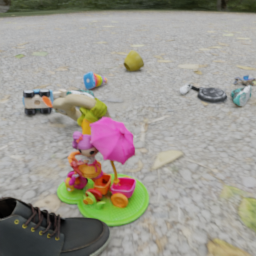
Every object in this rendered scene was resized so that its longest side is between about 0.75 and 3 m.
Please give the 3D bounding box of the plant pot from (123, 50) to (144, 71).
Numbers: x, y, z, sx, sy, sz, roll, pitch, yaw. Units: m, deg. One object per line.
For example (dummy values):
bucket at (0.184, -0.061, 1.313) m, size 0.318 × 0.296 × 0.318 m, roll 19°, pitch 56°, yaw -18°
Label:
plant pot at (0.234, -3.973, 17.092) m, size 0.879 × 1.238 × 1.238 m, roll -40°, pitch 43°, yaw -15°

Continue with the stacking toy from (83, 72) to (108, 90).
stacking toy at (-1.582, -2.491, 14.784) m, size 0.784 × 0.829 × 1.428 m, roll -12°, pitch -1°, yaw 43°

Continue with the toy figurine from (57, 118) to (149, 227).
toy figurine at (-0.727, 0.852, 7.130) m, size 2.597 × 2.390 × 1.949 m, roll 8°, pitch 30°, yaw 15°

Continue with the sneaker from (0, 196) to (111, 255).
sneaker at (-1.694, 2.120, 5.851) m, size 2.668 × 1.417 × 0.998 m, roll -6°, pitch 30°, yaw -10°

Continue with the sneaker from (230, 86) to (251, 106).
sneaker at (5.174, -1.477, 13.189) m, size 0.835 × 0.710 × 1.830 m, roll 3°, pitch 22°, yaw 39°

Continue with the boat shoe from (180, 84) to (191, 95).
boat shoe at (2.913, -1.995, 14.101) m, size 0.331 × 0.373 × 1.014 m, roll -32°, pitch 11°, yaw 40°

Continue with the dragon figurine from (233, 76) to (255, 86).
dragon figurine at (6.458, -2.570, 15.168) m, size 1.498 × 0.441 × 0.745 m, roll -12°, pitch 32°, yaw -18°

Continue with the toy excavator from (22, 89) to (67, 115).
toy excavator at (-3.724, -1.390, 12.676) m, size 1.946 × 0.999 × 2.001 m, roll -4°, pitch 22°, yaw -14°

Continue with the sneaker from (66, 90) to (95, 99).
sneaker at (-1.831, -1.362, 12.610) m, size 2.151 × 0.834 × 0.981 m, roll 24°, pitch 37°, yaw 38°

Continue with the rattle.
rattle at (-2.236, -0.150, 10.488) m, size 2.916 × 2.083 × 1.898 m, roll 7°, pitch -10°, yaw 16°

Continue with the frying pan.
frying pan at (4.005, -1.844, 13.966) m, size 1.453 × 0.391 × 2.401 m, roll -7°, pitch 34°, yaw -6°
